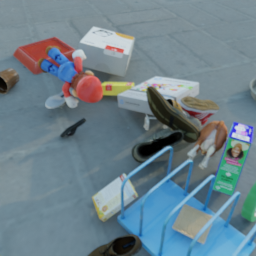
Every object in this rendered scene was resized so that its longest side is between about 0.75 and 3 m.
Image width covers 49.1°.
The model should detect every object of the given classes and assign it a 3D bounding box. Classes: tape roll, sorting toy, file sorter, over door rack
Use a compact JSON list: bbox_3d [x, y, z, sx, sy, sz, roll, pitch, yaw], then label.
[{"bbox_3d":[3.222,1.780,6.966,1.123,1.123,0.270,-33,43,-32],"label":"tape roll"},{"bbox_3d":[1.571,2.309,6.758,0.793,0.156,0.856,21,41,23],"label":"sorting toy"},{"bbox_3d":[1.344,1.977,6.332,1.906,1.685,2.747,-31,49,-32],"label":"file sorter"},{"bbox_3d":[1.302,-0.417,10.012,1.524,0.687,2.063,0,26,-1],"label":"over door rack"}]

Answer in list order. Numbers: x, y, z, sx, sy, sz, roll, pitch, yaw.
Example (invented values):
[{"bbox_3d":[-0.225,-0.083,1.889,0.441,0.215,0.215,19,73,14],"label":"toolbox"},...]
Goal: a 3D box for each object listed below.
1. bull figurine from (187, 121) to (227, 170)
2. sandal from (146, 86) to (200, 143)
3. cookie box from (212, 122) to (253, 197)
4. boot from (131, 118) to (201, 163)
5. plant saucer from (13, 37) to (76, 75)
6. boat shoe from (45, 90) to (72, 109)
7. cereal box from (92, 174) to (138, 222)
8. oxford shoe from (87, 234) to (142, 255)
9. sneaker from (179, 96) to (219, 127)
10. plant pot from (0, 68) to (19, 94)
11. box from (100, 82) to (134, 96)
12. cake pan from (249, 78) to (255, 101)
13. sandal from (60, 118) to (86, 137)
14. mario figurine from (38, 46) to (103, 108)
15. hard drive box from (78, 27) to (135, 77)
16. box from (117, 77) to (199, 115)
[{"bbox_3d":[2.319,0.469,8.036,0.750,2.302,1.397,32,85,21],"label":"bull figurine"},{"bbox_3d":[1.322,-0.451,8.115,0.587,0.879,2.152,-32,59,-28],"label":"sandal"},{"bbox_3d":[2.823,0.806,7.528,0.592,1.577,1.349,17,24,20],"label":"cookie box"},{"bbox_3d":[1.304,0.350,8.074,2.505,1.636,0.848,-26,86,-12],"label":"boot"},{"bbox_3d":[-4.051,-3.757,13.980,2.645,0.486,2.650,-28,48,-28],"label":"plant saucer"},{"bbox_3d":[-2.652,-1.012,10.671,0.513,0.475,1.389,32,41,2],"label":"boat shoe"},{"bbox_3d":[-0.359,1.777,7.212,1.100,0.217,0.791,-36,37,1],"label":"cereal box"},{"bbox_3d":[-0.451,2.740,6.102,1.538,0.649,0.559,-30,60,-9],"label":"oxford shoe"},{"bbox_3d":[2.170,-0.444,9.389,1.909,1.074,0.680,2,46,-42],"label":"sneaker"},{"bbox_3d":[-5.085,-2.001,11.637,0.908,0.908,0.898,13,38,15],"label":"plant pot"},{"bbox_3d":[-0.635,-1.574,11.238,1.690,0.423,0.636,4,22,12],"label":"box"},{"bbox_3d":[5.949,-1.415,11.296,2.079,0.381,2.079,0,41,0],"label":"cake pan"},{"bbox_3d":[-1.830,0.068,9.398,1.091,0.261,0.410,-30,21,17],"label":"sandal"},{"bbox_3d":[-2.012,-1.849,10.512,2.674,1.650,1.417,39,44,13],"label":"mario figurine"},{"bbox_3d":[-0.918,-3.476,12.597,2.116,1.042,2.714,13,33,-3],"label":"hard drive box"},{"bbox_3d":[1.153,-1.214,10.235,1.961,0.518,2.515,16,32,36],"label":"box"}]
